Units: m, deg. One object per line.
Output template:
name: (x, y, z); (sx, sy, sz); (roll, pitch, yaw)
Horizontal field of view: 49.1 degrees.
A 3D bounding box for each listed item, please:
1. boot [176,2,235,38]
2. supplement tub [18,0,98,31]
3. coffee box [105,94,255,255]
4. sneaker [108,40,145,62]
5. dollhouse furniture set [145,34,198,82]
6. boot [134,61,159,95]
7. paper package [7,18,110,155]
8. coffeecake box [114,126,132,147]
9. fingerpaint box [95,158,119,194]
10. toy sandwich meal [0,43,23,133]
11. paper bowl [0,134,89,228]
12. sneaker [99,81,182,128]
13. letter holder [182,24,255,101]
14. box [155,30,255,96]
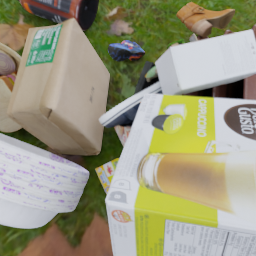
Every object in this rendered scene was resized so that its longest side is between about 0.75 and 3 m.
boot: (2.199, -3.195, 7.953); (1.441, 0.553, 1.119); (-35, 63, -12)
supplement tub: (-2.420, -4.192, 8.910); (2.720, 1.455, 1.455); (23, 67, 10)
coffee box: (1.402, 1.311, 4.868); (2.749, 2.779, 2.775); (6, 37, 12)
sneaker: (-0.117, -2.308, 8.250); (1.396, 0.526, 0.548); (-11, 67, -52)
dollhouse furniture set: (1.057, -1.842, 7.215); (1.446, 0.947, 0.726); (-24, 90, -11)
boot: (1.028, -0.879, 7.691); (1.636, 0.824, 2.189); (16, 66, 7)
paper package: (-1.496, -0.872, 6.780); (1.270, 2.339, 2.454); (-4, 63, 18)
coffeecake box: (-0.091, -0.028, 7.296); (0.316, 0.664, 0.865); (-17, 64, -22)
fingerpaint box: (-0.349, 1.262, 6.981); (0.665, 0.292, 0.797); (-25, 66, -10)
toy sandwich meal: (-3.296, -0.971, 7.034); (2.466, 2.466, 0.845); (16, 40, 7)
paper bowl: (-2.301, 1.038, 5.748); (2.734, 2.734, 1.422); (22, 82, 10)
sneaker: (0.462, -0.437, 6.717); (2.361, 0.926, 0.938); (-31, 93, -26)
letter holder: (2.635, -1.294, 7.122); (1.973, 1.396, 2.775); (28, 63, -21)
box: (1.658, -1.314, 5.983); (1.807, 1.124, 0.881); (-15, 90, -11)
